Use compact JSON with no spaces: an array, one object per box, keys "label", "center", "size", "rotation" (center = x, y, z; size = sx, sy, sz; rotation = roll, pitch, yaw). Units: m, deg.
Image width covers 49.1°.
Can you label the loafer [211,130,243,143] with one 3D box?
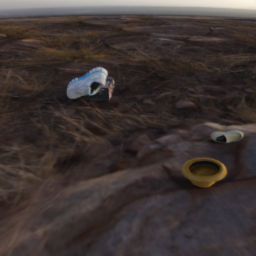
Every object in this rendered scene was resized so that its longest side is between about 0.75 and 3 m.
[{"label":"loafer","center":[3.671,0.367,10.361],"size":[1.151,0.436,0.393],"rotation":[-5,29,10]}]

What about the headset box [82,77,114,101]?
[{"label":"headset box","center":[-1.540,-2.018,14.415],"size":[1.399,0.726,1.880],"rotation":[3,27,5]}]

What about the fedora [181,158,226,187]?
[{"label":"fedora","center":[2.244,1.386,8.327],"size":[1.294,0.528,1.294],"rotation":[-6,28,3]}]

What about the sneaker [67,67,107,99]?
[{"label":"sneaker","center":[-1.955,-1.817,12.780],"size":[2.334,0.875,1.012],"rotation":[-27,50,30]}]
